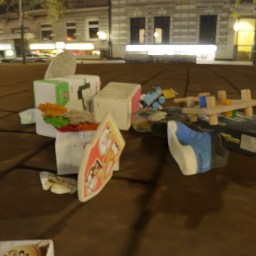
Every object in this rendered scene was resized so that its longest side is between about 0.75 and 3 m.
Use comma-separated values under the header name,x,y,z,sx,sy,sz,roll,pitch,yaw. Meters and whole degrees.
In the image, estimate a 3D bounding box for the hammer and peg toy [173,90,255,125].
name,x,y,z,sx,sy,sz,roll,pitch,yaw
hammer and peg toy,2.649,-0.673,9.058,1.755,0.841,2.386,-12,9,-16

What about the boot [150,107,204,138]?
name,x,y,z,sx,sy,sz,roll,pitch,yaw
boot,1.842,-0.136,9.741,1.912,0.763,2.103,18,17,18

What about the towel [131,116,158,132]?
name,x,y,z,sx,sy,sz,roll,pitch,yaw
towel,0.692,-0.232,11.043,1.496,0.237,2.083,-5,17,-17

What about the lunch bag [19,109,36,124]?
name,x,y,z,sx,sy,sz,roll,pitch,yaw
lunch bag,-3.735,-0.471,11.288,0.932,0.568,0.794,-2,15,11

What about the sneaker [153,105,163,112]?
name,x,y,z,sx,sy,sz,roll,pitch,yaw
sneaker,1.223,-0.486,11.094,0.569,0.990,0.372,-44,19,2

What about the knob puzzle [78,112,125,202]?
name,x,y,z,sx,sy,sz,roll,pitch,yaw
knob puzzle,-0.507,0.738,5.682,0.253,1.825,1.825,18,22,20

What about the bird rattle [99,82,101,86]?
name,x,y,z,sx,sy,sz,roll,pitch,yaw
bird rattle,-2.751,-1.760,14.191,2.442,1.687,2.995,-10,8,26

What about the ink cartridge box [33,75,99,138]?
name,x,y,z,sx,sy,sz,roll,pitch,yaw
ink cartridge box,-2.157,-0.916,10.429,1.077,1.902,2.594,9,20,25

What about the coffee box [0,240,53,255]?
name,x,y,z,sx,sy,sz,roll,pitch,yaw
coffee box,-1.364,1.943,3.219,0.743,0.524,1.314,-1,17,-2

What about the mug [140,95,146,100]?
name,x,y,z,sx,sy,sz,roll,pitch,yaw
mug,0.513,-1.037,13.257,0.787,0.959,0.768,-22,58,-32

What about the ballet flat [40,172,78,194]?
name,x,y,z,sx,sy,sz,roll,pitch,yaw
ballet flat,-1.590,1.216,6.081,1.056,0.358,0.398,9,36,22

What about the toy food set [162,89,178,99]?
name,x,y,z,sx,sy,sz,roll,pitch,yaw
toy food set,2.362,-1.897,16.523,0.706,0.392,1.199,39,37,26

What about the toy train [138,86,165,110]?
name,x,y,z,sx,sy,sz,roll,pitch,yaw
toy train,0.835,-0.995,10.329,1.150,0.657,0.499,-44,23,-9

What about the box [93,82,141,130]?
name,x,y,z,sx,sy,sz,roll,pitch,yaw
box,-0.370,-0.885,10.632,1.318,1.123,2.061,8,26,12

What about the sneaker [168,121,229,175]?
name,x,y,z,sx,sy,sz,roll,pitch,yaw
sneaker,1.874,0.420,7.593,1.314,0.907,2.363,-7,21,-3

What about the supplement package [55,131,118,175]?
name,x,y,z,sx,sy,sz,roll,pitch,yaw
supplement package,-1.038,0.593,7.153,1.501,0.854,0.822,-4,18,-10

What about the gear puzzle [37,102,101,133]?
name,x,y,z,sx,sy,sz,roll,pitch,yaw
gear puzzle,-1.567,-0.083,7.970,1.506,0.381,2.907,-3,-19,12

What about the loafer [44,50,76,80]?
name,x,y,z,sx,sy,sz,roll,pitch,yaw
loafer,-3.000,-1.918,11.291,0.919,2.924,1.051,-14,-39,42

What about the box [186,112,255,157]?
name,x,y,z,sx,sy,sz,roll,pitch,yaw
box,3.681,0.050,9.229,2.214,0.716,2.808,-10,19,-34

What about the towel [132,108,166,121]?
name,x,y,z,sx,sy,sz,roll,pitch,yaw
towel,0.728,-0.441,9.390,0.887,0.159,0.921,16,22,28
